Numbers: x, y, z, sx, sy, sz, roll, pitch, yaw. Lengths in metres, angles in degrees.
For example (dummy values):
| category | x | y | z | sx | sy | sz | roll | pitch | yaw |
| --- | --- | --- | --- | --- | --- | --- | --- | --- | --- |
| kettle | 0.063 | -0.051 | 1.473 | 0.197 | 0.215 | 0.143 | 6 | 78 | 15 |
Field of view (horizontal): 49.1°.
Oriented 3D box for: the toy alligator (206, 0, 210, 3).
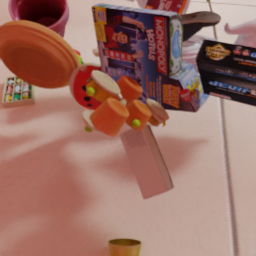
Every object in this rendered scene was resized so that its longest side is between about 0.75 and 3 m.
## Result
| category | x | y | z | sx | sy | sz | roll | pitch | yaw |
| --- | --- | --- | --- | --- | --- | --- | --- | --- | --- |
| toy alligator | 2.698 | -4.425 | 9.136 | 0.522 | 0.379 | 1.576 | -39 | 9 | 8 |

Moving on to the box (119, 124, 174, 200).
| category | x | y | z | sx | sy | sz | roll | pitch | yaw |
| --- | --- | --- | --- | --- | --- | --- | --- | --- | --- |
| box | 0.408 | 0.714 | 6.110 | 0.627 | 0.522 | 1.526 | -24 | 78 | 22 |

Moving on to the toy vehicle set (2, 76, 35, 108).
| category | x | y | z | sx | sy | sz | roll | pitch | yaw |
| --- | --- | --- | --- | --- | --- | --- | --- | --- | --- |
| toy vehicle set | -4.637 | -1.615 | 11.978 | 1.226 | 0.262 | 1.973 | -9 | 43 | -10 |

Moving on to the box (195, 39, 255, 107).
| category | x | y | z | sx | sy | sz | roll | pitch | yaw |
| --- | --- | --- | --- | --- | --- | --- | --- | --- | --- |
| box | 2.515 | -0.968 | 5.655 | 2.095 | 1.665 | 0.482 | 19 | 80 | 25 |

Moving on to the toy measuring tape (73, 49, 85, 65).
| category | x | y | z | sx | sy | sz | roll | pitch | yaw |
| --- | --- | --- | --- | --- | --- | --- | --- | --- | --- |
| toy measuring tape | -2.491 | -2.643 | 10.150 | 2.321 | 0.854 | 0.854 | 23 | 42 | -7 |

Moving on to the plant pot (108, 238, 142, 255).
| category | x | y | z | sx | sy | sz | roll | pitch | yaw |
| --- | --- | --- | --- | --- | --- | --- | --- | --- | --- |
| plant pot | -0.085 | 2.969 | 6.569 | 0.796 | 0.796 | 0.565 | 2 | 81 | 2 |

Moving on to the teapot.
| category | x | y | z | sx | sy | sz | roll | pitch | yaw |
| --- | --- | --- | --- | --- | --- | --- | --- | --- | --- |
| teapot | 3.898 | -2.190 | 8.501 | 1.563 | 2.140 | 2.113 | -24 | -5 | 20 |

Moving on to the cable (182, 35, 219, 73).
| category | x | y | z | sx | sy | sz | roll | pitch | yaw |
| --- | --- | --- | --- | --- | --- | --- | --- | --- | --- |
| cable | 1.865 | -2.697 | 10.337 | 2.847 | 0.986 | 2.848 | -24 | 34 | -28 |

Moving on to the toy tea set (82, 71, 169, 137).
| category | x | y | z | sx | sy | sz | roll | pitch | yaw |
| --- | --- | --- | --- | --- | --- | --- | --- | --- | --- |
| toy tea set | -0.241 | -0.348 | 5.725 | 1.529 | 0.952 | 2.571 | 48 | 23 | 16 |

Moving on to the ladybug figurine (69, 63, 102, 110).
| category | x | y | z | sx | sy | sz | roll | pitch | yaw |
| --- | --- | --- | --- | --- | --- | --- | --- | --- | --- |
| ladybug figurine | -1.066 | -1.180 | 8.660 | 1.355 | 1.997 | 0.718 | -34 | 60 | -3 |

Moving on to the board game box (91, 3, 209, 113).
| category | x | y | z | sx | sy | sz | roll | pitch | yaw |
| --- | --- | --- | --- | --- | --- | --- | --- | --- | --- |
| board game box | 0.632 | -1.605 | 7.201 | 2.915 | 2.916 | 0.899 | 21 | 46 | 28 |

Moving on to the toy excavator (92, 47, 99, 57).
| category | x | y | z | sx | sy | sz | roll | pitch | yaw |
| --- | --- | --- | --- | --- | --- | --- | --- | --- | --- |
| toy excavator | -0.565 | -2.762 | 8.988 | 1.099 | 0.549 | 1.069 | -4 | 62 | 11 |

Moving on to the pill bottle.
| category | x | y | z | sx | sy | sz | roll | pitch | yaw |
| --- | --- | --- | --- | --- | --- | --- | --- | --- | --- |
| pill bottle | 1.092 | -4.916 | 10.304 | 2.289 | 1.254 | 1.254 | 13 | 41 | -8 |

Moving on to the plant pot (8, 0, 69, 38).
| category | x | y | z | sx | sy | sz | roll | pitch | yaw |
| --- | --- | --- | --- | --- | --- | --- | --- | --- | --- |
| plant pot | -2.802 | -3.581 | 9.293 | 1.794 | 1.606 | 1.794 | 1 | 78 | -4 |

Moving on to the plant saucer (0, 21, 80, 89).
| category | x | y | z | sx | sy | sz | roll | pitch | yaw |
| --- | --- | --- | --- | --- | --- | --- | --- | --- | --- |
| plant saucer | -2.721 | -1.978 | 8.340 | 2.595 | 2.595 | 0.486 | 8 | 61 | 9 |

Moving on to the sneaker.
| category | x | y | z | sx | sy | sz | roll | pitch | yaw |
| --- | --- | --- | --- | --- | --- | --- | --- | --- | --- |
| sneaker | 2.200 | -3.269 | 9.099 | 1.519 | 0.807 | 0.568 | 1 | 53 | 13 |
